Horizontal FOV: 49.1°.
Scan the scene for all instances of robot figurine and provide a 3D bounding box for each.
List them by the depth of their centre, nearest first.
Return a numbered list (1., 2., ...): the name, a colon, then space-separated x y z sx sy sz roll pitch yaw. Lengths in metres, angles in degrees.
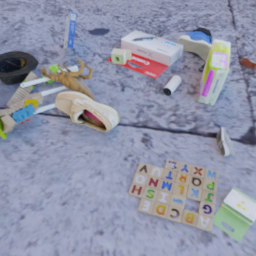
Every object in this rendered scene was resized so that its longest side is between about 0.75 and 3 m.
1. robot figurine: -3.207 -2.307 11.877 0.866 0.571 0.987 15 47 25

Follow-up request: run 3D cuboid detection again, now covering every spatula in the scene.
1. spatula: -2.785 -1.456 10.890 2.361 0.190 1.641 -21 79 -20

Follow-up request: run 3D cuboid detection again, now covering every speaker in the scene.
1. speaker: 1.796 -1.719 11.414 0.405 0.405 0.997 23 50 21

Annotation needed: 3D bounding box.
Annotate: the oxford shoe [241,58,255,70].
1. oxford shoe: 5.553 -2.878 12.691 0.360 0.345 0.976 -2 37 -40

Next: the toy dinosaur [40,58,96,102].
1. toy dinosaur: -1.930 -1.716 10.791 2.962 0.895 1.573 32 94 8

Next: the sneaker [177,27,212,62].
1. sneaker: 3.736 -3.976 13.234 1.440 0.993 2.588 -37 49 -21

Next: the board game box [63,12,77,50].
1. board game box: -2.671 -4.403 12.869 0.330 1.521 1.513 5 11 -20

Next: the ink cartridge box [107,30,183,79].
1. ink cartridge box: 0.792 -3.501 13.048 2.738 0.612 2.412 26 50 23

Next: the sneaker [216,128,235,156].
1. sneaker: 3.245 0.491 9.293 0.454 0.413 1.106 8 53 -9

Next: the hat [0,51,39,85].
1. hat: -4.877 -2.364 11.731 2.254 0.909 2.254 6 40 -5

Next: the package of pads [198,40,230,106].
1. package of pads: 3.375 -2.248 10.982 0.759 1.720 2.227 15 47 8

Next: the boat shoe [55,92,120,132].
1. boat shoe: -1.597 -0.549 9.868 2.552 0.941 0.883 18 43 16

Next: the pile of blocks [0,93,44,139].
1. pile of blocks: -3.895 -0.242 9.708 2.484 0.772 1.020 -36 53 -20

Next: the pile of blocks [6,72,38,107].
1. pile of blocks: -4.093 -1.392 11.089 0.585 0.772 1.882 38 53 -23

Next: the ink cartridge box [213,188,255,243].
1. ink cartridge box: 2.920 2.292 7.520 0.889 0.293 1.222 33 52 28

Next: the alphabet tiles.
1. alphabet tiles: 1.326 1.757 8.165 2.417 0.091 2.020 13 47 13

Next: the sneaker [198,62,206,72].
1. sneaker: 3.421 -2.809 12.352 0.806 0.331 0.283 -39 58 7

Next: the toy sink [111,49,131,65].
1. toy sink: -0.308 -3.210 12.683 0.818 0.533 0.458 9 52 11
